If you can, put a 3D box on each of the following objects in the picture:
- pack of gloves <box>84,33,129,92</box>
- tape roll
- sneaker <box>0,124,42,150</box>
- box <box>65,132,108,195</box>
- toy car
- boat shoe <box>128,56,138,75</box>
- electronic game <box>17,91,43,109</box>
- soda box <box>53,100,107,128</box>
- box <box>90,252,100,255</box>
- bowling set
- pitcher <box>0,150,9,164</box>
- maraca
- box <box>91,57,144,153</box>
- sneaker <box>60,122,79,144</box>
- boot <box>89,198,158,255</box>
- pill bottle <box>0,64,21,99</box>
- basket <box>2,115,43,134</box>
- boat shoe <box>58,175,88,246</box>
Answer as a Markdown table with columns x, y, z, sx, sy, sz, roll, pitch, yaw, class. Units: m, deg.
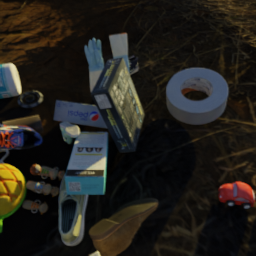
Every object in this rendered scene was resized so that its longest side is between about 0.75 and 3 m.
| x | y | z | sx | sy | sz | roll | pitch | yaw | class |
| --- | --- | --- | --- | --- | --- | --- | --- | --- | --- |
| -0.992 | -3.070 | 13.165 | 2.055 | 2.447 | 0.483 | -14 | 27 | -18 | pack of gloves |
| 2.948 | -1.412 | 12.147 | 2.578 | 0.852 | 2.578 | -5 | 54 | 7 | tape roll |
| -4.060 | 0.315 | 9.518 | 1.027 | 0.986 | 2.618 | 9 | 9 | 34 | sneaker |
| -1.314 | 1.086 | 9.542 | 1.171 | 0.699 | 2.845 | 1 | 27 | -2 | box |
| 4.777 | 2.116 | 9.228 | 2.821 | 0.629 | 2.655 | 34 | 55 | 28 | toy car |
| -0.124 | -2.993 | 14.078 | 0.648 | 0.805 | 1.736 | 28 | 52 | 25 | boat shoe |
| -4.479 | -1.301 | 12.829 | 1.127 | 0.234 | 1.127 | 1 | 49 | -1 | electronic game |
| -1.710 | -0.528 | 11.446 | 2.489 | 0.789 | 0.850 | 8 | 91 | 9 | soda box |
| -0.700 | 4.641 | 6.369 | 1.414 | 1.158 | 2.979 | -20 | 49 | -15 | box |
| -2.732 | 1.795 | 9.138 | 0.954 | 1.236 | 1.777 | 13 | 51 | -2 | bowling set |
| -4.867 | 1.204 | 10.068 | 1.195 | 0.845 | 1.393 | -12 | 35 | -26 | pitcher |
| -4.041 | 2.080 | 8.350 | 1.664 | 1.299 | 2.428 | 26 | 41 | -10 | maraca |
| -0.258 | -0.832 | 10.492 | 0.725 | 2.841 | 2.241 | -6 | 41 | 21 | box |
| -2.131 | 0.294 | 10.560 | 0.478 | 0.766 | 1.299 | -22 | 28 | -27 | sneaker |
| -0.003 | 2.897 | 8.351 | 2.390 | 0.902 | 0.880 | -24 | 11 | -31 | boot |
| -6.380 | -1.978 | 12.615 | 2.688 | 1.489 | 1.489 | -11 | 47 | -12 | pill bottle |
| -4.132 | 0.040 | 11.068 | 1.360 | 0.925 | 1.226 | -17 | 21 | -22 | basket |
| -1.749 | 2.340 | 8.831 | 0.918 | 0.791 | 2.550 | -9 | 47 | -4 | boat shoe |
